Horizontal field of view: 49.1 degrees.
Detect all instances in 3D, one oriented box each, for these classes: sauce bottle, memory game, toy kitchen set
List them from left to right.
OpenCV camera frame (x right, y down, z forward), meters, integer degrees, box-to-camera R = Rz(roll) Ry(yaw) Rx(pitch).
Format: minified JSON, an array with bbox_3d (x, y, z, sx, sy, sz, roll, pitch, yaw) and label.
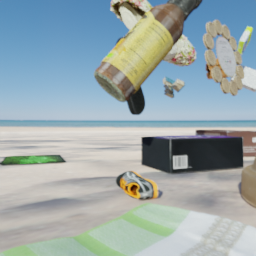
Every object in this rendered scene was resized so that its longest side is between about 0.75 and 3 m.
[{"bbox_3d":[0.433,-1.592,5.029,0.806,2.490,0.806,37,-13,11],"label":"sauce bottle"},{"bbox_3d":[1.774,-1.612,10.324,0.600,1.019,0.816,23,-47,-22],"label":"toy kitchen set"},{"bbox_3d":[2.778,-2.007,8.069,2.279,2.279,0.145,-1,-9,-45],"label":"memory game"}]

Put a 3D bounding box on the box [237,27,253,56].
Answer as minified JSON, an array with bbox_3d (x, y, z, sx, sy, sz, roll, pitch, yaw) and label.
[{"bbox_3d":[4.240,-3.143,10.213,0.228,0.958,0.584,23,-26,25],"label":"box"}]

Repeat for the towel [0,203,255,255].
[{"bbox_3d":[0.524,0.806,1.250,2.580,0.396,1.925,0,0,43],"label":"towel"}]

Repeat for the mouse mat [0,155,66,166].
[{"bbox_3d":[-2.743,0.904,8.123,1.655,0.077,2.057,0,1,-19],"label":"mouse mat"}]

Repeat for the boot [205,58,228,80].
[{"bbox_3d":[3.643,-2.687,11.442,1.126,1.450,0.556,-10,10,-13],"label":"boot"}]

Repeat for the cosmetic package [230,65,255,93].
[{"bbox_3d":[4.965,-2.064,11.648,1.117,0.842,0.289,32,-13,27],"label":"cosmetic package"}]

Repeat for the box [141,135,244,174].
[{"bbox_3d":[1.494,0.571,6.714,1.990,0.785,1.404,0,-2,-23],"label":"box"}]

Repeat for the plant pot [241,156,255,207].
[{"bbox_3d":[2.976,0.308,3.461,2.950,1.362,2.950,-1,2,0],"label":"plant pot"}]

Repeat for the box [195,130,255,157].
[{"bbox_3d":[3.394,0.492,9.866,1.182,0.884,2.360,0,-1,-10],"label":"box"}]

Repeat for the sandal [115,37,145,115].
[{"bbox_3d":[-0.100,-1.670,9.601,0.660,2.756,1.036,7,35,34],"label":"sandal"}]

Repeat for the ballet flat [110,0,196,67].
[{"bbox_3d":[0.569,-2.392,7.114,1.022,2.703,0.864,-41,12,48],"label":"ballet flat"}]

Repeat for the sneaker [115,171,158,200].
[{"bbox_3d":[0.050,0.820,4.002,0.323,0.327,0.835,-6,5,-37],"label":"sneaker"}]
